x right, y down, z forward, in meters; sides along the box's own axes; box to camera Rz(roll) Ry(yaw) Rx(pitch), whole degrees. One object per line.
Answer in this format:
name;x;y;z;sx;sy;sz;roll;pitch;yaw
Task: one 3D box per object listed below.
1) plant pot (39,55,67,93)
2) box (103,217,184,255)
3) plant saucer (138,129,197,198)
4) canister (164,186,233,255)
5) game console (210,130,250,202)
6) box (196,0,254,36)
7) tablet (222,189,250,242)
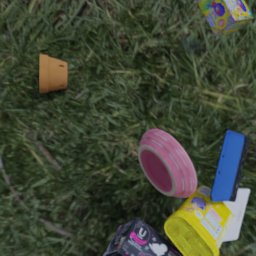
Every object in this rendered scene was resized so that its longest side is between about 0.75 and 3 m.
plant pot;-2.939;-2.080;10.988;1.028;1.469;1.469;1;76;-17
box;0.495;3.510;7.577;1.900;1.255;1.090;39;52;-2
plant saucer;0.915;1.033;7.488;0.517;2.041;2.041;-28;78;-24
canister;1.966;2.515;7.465;1.406;1.894;0.820;48;125;13
game console;2.563;1.006;7.753;1.096;1.581;1.852;14;90;-12
box;2.810;-3.438;8.146;1.168;0.739;1.212;-24;86;-38
tablet;3.181;2.674;8.581;1.102;0.116;1.693;7;97;-30
